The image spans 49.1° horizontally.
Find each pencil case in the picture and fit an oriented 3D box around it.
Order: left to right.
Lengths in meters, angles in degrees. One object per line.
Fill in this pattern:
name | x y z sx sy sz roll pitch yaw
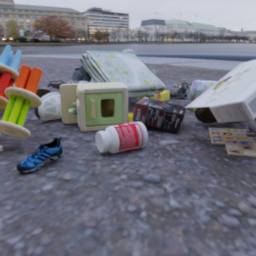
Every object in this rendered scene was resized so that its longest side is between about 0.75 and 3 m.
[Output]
pencil case | 3.763 -1.351 11.461 2.433 1.104 1.011 14 56 36

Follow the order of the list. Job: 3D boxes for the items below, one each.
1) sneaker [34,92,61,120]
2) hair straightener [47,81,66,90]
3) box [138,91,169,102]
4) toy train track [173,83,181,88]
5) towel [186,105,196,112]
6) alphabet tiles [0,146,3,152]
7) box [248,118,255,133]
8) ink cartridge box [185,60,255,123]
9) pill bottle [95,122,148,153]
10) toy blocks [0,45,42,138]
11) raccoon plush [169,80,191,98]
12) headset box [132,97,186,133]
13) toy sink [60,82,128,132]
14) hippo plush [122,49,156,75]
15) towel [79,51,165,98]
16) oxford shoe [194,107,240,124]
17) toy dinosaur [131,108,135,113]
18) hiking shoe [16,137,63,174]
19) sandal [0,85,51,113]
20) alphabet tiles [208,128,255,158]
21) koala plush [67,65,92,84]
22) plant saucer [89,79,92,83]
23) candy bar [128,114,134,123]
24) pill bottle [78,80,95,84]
sneaker | -1.916 -0.784 9.924 1.460 0.957 2.537 11 19 37
hair straightener | -2.119 -1.388 10.208 1.710 0.350 0.658 14 26 9
box | 1.178 -1.362 12.576 0.634 0.422 1.684 15 23 37
toy train track | 3.414 -2.444 16.170 1.564 0.254 0.897 6 19 16
towel | 3.066 -0.651 10.845 0.781 0.164 1.816 -8 20 -21
alphabet tiles | -4.135 0.601 7.090 1.669 0.122 1.632 2 19 6
box | 4.197 -0.522 7.830 0.969 1.560 1.573 -14 20 -8
ink cartridge box | 3.075 -1.071 7.314 2.530 0.566 2.229 -37 12 -17
pill bottle | -0.176 0.262 7.201 1.233 0.692 0.692 -10 21 -28
toy blocks | -3.293 -1.167 7.941 2.308 2.769 1.005 -1 -22 32
raccoon plush | 2.370 -1.839 13.273 1.180 0.791 0.571 -2 7 -2
headset box | 0.964 -0.482 9.129 1.663 0.624 1.236 15 20 14
toy sink | -1.117 -0.689 9.033 2.097 1.367 1.175 -3 19 -12
hippo plush | -0.146 -3.051 14.829 2.819 2.245 2.266 -3 19 -7
towel | -0.226 -2.229 11.686 2.977 0.717 2.548 -11 52 -39
oxford shoe | 3.461 -0.673 9.301 2.320 0.843 0.979 -10 -21 -20
toy dinosaur | 0.569 -0.856 11.216 0.579 0.329 1.090 12 21 36
hiking shoe | -2.005 0.593 6.326 0.433 0.505 1.164 24 36 33
sandal | -4.601 -1.202 11.111 1.021 1.138 3.103 9 9 42
alphabet tiles | 3.218 0.382 7.829 1.769 0.080 2.116 4 18 11
koala plush | -2.444 -2.808 15.776 1.911 1.757 1.695 -15 24 24
plant saucer | -0.789 -2.041 13.032 2.091 0.287 2.091 1 -18 0
candy bar | 0.217 -0.170 9.235 0.545 0.242 2.185 3 19 -2
pill bottle | -1.149 -1.609 12.243 1.956 1.118 1.118 -2 18 -5
